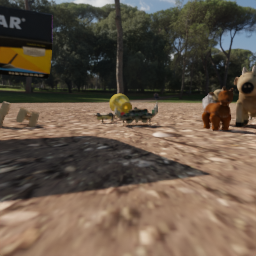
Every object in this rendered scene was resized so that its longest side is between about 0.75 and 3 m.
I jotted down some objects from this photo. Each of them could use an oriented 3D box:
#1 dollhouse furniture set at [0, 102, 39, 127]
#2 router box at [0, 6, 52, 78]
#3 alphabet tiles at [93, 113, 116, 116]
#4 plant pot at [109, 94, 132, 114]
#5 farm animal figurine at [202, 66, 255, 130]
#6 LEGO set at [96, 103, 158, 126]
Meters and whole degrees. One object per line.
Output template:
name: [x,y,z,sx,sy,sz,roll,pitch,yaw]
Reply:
dollhouse furniture set: [-3.096,-0.250,7.900,1.023,0.666,0.940,20,0,-19]
router box: [-3.084,-1.829,6.042,2.756,0.704,2.055,2,-11,-17]
alphabet tiles: [-1.036,-0.598,12.579,1.000,0.073,0.978,4,7,34]
plant pot: [-0.286,-1.086,13.493,0.963,0.963,0.906,-3,21,-28]
farm animal figurine: [3.459,-0.779,7.211,2.998,1.563,2.965,2,6,15]
LEGO set: [0.031,-0.293,8.382,1.391,0.607,2.142,-1,-7,-32]
